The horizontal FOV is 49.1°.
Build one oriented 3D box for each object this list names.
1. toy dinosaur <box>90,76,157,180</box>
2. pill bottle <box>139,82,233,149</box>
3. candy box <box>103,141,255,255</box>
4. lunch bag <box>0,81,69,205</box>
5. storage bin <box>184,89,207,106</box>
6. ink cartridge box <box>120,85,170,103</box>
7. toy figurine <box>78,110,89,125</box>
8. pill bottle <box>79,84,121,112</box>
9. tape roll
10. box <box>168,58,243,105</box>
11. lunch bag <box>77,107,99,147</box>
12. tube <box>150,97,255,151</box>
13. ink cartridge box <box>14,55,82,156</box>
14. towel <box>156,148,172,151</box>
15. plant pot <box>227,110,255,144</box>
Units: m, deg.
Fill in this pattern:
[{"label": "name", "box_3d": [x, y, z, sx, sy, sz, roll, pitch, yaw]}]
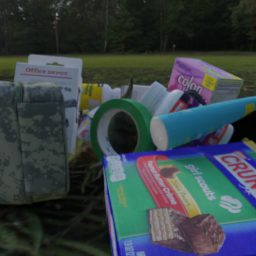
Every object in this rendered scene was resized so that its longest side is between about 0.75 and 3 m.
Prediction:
[{"label": "toy dinosaur", "box_3d": [-0.059, 0.092, 6.624, 1.310, 2.561, 0.986, -3, 18, -28]}, {"label": "pill bottle", "box_3d": [1.152, -0.139, 6.037, 1.916, 1.067, 1.067, 35, 23, 6]}, {"label": "candy box", "box_3d": [1.155, 1.308, 4.226, 2.861, 1.102, 2.419, -4, 26, -9]}, {"label": "lunch bag", "box_3d": [-2.500, 0.233, 5.865, 2.192, 2.613, 1.821, -6, 17, -23]}, {"label": "storage bin", "box_3d": [1.663, -0.187, 7.498, 0.961, 1.320, 0.887, -29, 17, 38]}, {"label": "ink cartridge box", "box_3d": [0.498, -0.540, 9.732, 1.604, 1.827, 0.766, 13, 12, 38]}, {"label": "toy figurine", "box_3d": [-1.451, -0.152, 11.194, 1.544, 0.814, 0.925, -14, 49, -32]}, {"label": "pill bottle", "box_3d": [-1.615, -1.500, 14.032, 2.459, 1.377, 1.377, 1, 16, 3]}, {"label": "tape roll", "box_3d": [-0.134, 0.136, 5.742, 1.466, 1.466, 0.352, 11, 9, 34]}, {"label": "box", "box_3d": [2.282, -0.867, 9.266, 1.122, 2.321, 2.042, -3, 31, -29]}, {"label": "lunch bag", "box_3d": [-0.814, 0.007, 8.479, 1.068, 1.259, 0.801, 29, -12, 28]}, {"label": "tube", "box_3d": [1.508, -0.184, 4.937, 2.282, 0.575, 0.883, -16, -5, -20]}, {"label": "ink cartridge box", "box_3d": [-2.258, -0.776, 7.851, 1.724, 2.973, 1.008, 4, -9, -4]}, {"label": "towel", "box_3d": [0.270, 0.204, 7.700, 1.651, 1.577, 0.266, -10, -22, -21]}, {"label": "plant pot", "box_3d": [3.172, 0.403, 7.154, 1.942, 1.942, 1.685, 3, 0, 9]}]
